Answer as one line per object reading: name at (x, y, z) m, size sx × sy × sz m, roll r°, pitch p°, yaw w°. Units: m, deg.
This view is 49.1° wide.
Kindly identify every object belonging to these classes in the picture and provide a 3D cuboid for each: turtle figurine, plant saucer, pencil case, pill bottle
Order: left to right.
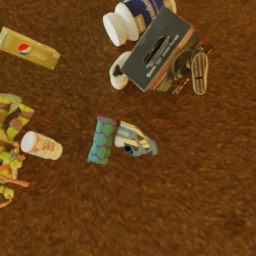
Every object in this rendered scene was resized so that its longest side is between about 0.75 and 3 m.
turtle figurine at (-3.905, 1.452, 7.463) m, size 1.986 × 0.640 × 1.602 m, roll 1°, pitch 24°, yaw 2°
plant saucer at (-4.485, -0.544, 8.852) m, size 2.191 × 2.191 × 0.422 m, roll -12°, pitch 84°, yaw -5°
turtle figurine at (-3.203, 0.347, 7.262) m, size 2.567 × 0.827 × 2.070 m, roll 19°, pitch 80°, yaw 20°
pill bottle at (-2.109, 0.465, 6.908) m, size 0.509 × 0.898 × 0.509 m, roll -15°, pitch 62°, yaw 31°
pencil case at (-0.751, 0.358, 7.971) m, size 0.619 × 0.570 × 1.340 m, roll 27°, pitch 107°, yaw 40°
pill bottle at (0.408, -4.217, 10.599) m, size 2.503 × 1.448 × 1.448 m, roll -31°, pitch 72°, yaw -6°

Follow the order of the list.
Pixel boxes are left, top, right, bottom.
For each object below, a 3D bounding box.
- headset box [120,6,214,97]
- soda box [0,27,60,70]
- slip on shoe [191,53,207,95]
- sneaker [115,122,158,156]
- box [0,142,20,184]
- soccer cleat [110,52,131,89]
headset box at (1.227, -2.164, 8.532) m, size 1.115 × 2.887 × 2.149 m, roll 44°, pitch 111°, yaw 19°
soda box at (-2.872, -2.283, 8.154) m, size 0.555 × 1.637 × 0.524 m, roll 45°, pitch 110°, yaw 42°
slip on shoe at (1.993, -1.498, 7.772) m, size 0.429 × 0.342 × 1.127 m, roll -4°, pitch 102°, yaw 13°
sneaker at (0.230, 0.497, 8.335) m, size 0.689 × 1.863 × 0.766 m, roll 15°, pitch 75°, yaw 43°
box at (-3.702, 1.069, 8.695) m, size 0.207 × 0.655 × 1.191 m, roll 12°, pitch 100°, yaw 23°
soccer cleat at (-0.342, -1.806, 9.350) m, size 0.879 × 2.037 × 0.712 m, roll -39°, pitch 85°, yaw -27°
